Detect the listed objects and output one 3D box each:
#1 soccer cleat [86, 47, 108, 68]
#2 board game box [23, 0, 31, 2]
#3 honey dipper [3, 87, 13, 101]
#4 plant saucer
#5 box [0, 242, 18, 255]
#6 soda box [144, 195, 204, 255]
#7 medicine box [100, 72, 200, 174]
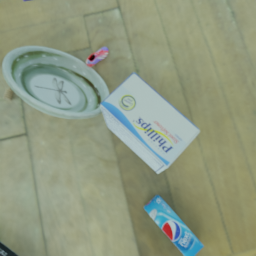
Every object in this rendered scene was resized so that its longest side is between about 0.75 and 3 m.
[{"bbox_3d":[-0.926,-2.195,8.507,0.305,0.350,0.916,42,67,9],"label":"soccer cleat"},{"bbox_3d":[-1.112,-3.675,5.690,2.473,0.554,1.663,-20,112,-21],"label":"board game box"},{"bbox_3d":[-3.495,-1.432,8.467,0.234,0.234,1.232,9,74,2],"label":"honey dipper"},{"bbox_3d":[-1.932,-1.097,7.594,2.868,2.868,0.720,40,124,9],"label":"plant saucer"},{"bbox_3d":[-3.404,3.736,6.412,2.558,0.557,2.049,32,35,7],"label":"box"},{"bbox_3d":[1.149,2.567,7.324,0.535,0.566,1.668,-41,80,-9],"label":"soda box"},{"bbox_3d":[0.474,0.019,7.072,2.021,2.219,1.142,43,80,9],"label":"medicine box"}]
